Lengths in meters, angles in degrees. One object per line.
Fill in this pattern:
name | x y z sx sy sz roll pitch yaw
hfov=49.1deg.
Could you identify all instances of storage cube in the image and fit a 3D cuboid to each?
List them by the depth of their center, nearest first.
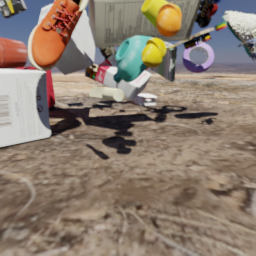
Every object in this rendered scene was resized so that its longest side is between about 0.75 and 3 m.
storage cube | -4.776 -1.707 13.090 1.828 2.139 1.923 5 22 18

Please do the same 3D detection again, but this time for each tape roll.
tape roll | 2.926 -2.941 11.751 1.241 1.241 0.407 1 -13 5

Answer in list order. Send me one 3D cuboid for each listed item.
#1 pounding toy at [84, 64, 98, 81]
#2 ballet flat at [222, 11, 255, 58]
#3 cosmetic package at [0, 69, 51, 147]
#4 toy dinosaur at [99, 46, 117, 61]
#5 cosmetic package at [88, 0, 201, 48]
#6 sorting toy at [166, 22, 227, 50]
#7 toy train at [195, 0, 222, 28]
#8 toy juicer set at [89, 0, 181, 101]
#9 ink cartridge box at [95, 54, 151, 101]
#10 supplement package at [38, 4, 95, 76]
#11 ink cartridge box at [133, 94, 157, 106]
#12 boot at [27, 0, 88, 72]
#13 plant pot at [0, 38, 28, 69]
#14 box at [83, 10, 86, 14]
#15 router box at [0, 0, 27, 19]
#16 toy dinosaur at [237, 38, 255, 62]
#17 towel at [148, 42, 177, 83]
pounding toy | -1.713 -2.624 12.346 0.950 0.835 0.435 25 52 1
ballet flat | 3.924 -3.190 9.153 0.971 0.971 2.705 12 -3 40
cosmetic package | -4.150 -0.761 8.997 2.605 2.180 2.166 14 20 43
toy dinosaur | -0.877 -3.412 11.838 1.065 2.767 1.415 -36 41 -6
cosmetic package | 0.371 -3.300 7.829 2.881 1.489 1.257 -8 54 -13
sorting toy | 2.391 -3.155 10.214 2.278 0.385 1.098 -13 13 45
toy train | 2.253 -3.383 7.861 0.396 0.531 2.320 -29 -6 3
toy juicer set | 0.239 -1.343 5.743 0.726 2.667 1.697 28 16 -29
ink cartridge box | -0.147 -1.598 8.816 1.436 0.599 1.043 31 43 9
supplement package | -2.118 -3.166 9.768 1.319 1.793 1.715 -12 -32 22
ink cartridge box | 0.936 -1.549 15.505 0.901 0.522 1.547 -4 13 -17
boot | -1.697 -2.548 6.866 0.896 2.388 1.280 27 -14 -26
plant pot | -4.718 -2.834 10.733 1.391 1.391 1.353 12 16 40
box | -2.079 -4.342 11.286 0.780 0.887 0.429 -2 -27 -29
router box | -3.083 -3.331 7.221 0.634 0.806 0.211 -20 12 10
toy dinosaur | 4.038 -2.465 8.460 1.282 0.742 1.412 -34 5 -33
towel | 1.302 -3.084 12.335 0.334 1.622 2.174 -21 40 -26
